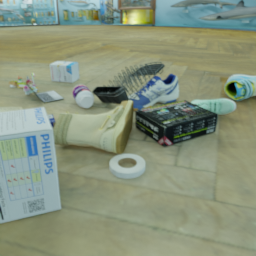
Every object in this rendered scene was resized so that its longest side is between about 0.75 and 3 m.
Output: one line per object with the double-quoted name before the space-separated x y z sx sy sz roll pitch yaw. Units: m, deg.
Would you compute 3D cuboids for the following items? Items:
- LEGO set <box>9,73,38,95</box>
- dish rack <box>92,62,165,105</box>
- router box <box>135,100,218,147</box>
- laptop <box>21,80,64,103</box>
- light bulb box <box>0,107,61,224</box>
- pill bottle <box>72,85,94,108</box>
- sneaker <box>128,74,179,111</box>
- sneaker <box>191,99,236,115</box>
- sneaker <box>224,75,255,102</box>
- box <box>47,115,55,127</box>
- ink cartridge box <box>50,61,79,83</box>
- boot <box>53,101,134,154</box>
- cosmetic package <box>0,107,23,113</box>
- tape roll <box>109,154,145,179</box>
"LEGO set" -5.110 -2.311 13.920 1.015 0.821 2.206 -22 33 -38
"dish rack" 0.085 -2.068 11.950 2.921 0.797 2.241 -43 28 -20
"router box" 1.635 -0.229 9.668 2.288 0.711 1.715 -13 28 -26
"laptop" -3.871 -1.726 12.692 1.438 0.834 1.347 -16 30 -29
"light bulb box" -2.631 0.809 5.929 2.080 2.062 1.298 -8 28 -20
"pill bottle" -1.901 -1.320 11.921 0.757 0.757 1.347 -9 27 -19
"sneaker" 0.906 -1.586 11.896 2.826 1.246 1.064 -18 34 -27
"sneaker" 3.157 -0.724 10.774 1.761 0.648 1.039 3 18 30
"sneaker" 5.638 -1.700 12.366 2.833 1.127 1.850 5 22 33
"box" -3.347 -0.188 10.171 1.315 0.213 0.797 -7 26 -18
"ink cartridge box" -3.494 -3.094 15.422 1.279 0.938 0.934 7 27 13
"boot" -1.031 -0.191 9.262 2.293 1.074 2.951 4 29 8
"cosmetic package" -3.520 0.337 7.938 1.469 1.037 2.837 -4 24 -29
"tape roll" -0.024 1.030 7.661 1.001 0.183 1.001 1 25 0
